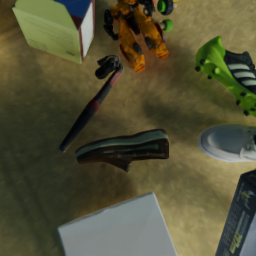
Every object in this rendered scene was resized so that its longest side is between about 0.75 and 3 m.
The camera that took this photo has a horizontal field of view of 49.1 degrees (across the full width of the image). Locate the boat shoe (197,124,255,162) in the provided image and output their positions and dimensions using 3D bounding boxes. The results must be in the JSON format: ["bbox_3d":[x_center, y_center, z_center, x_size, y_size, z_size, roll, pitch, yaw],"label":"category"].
[{"bbox_3d":[3.247,0.342,7.122,2.795,0.933,1.028,3,76,1],"label":"boat shoe"}]

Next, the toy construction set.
[{"bbox_3d":[1.501,-4.680,8.045,2.120,2.301,2.759,-15,68,-22],"label":"toy construction set"}]

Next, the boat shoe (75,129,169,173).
[{"bbox_3d":[-0.127,0.681,6.947,2.373,0.876,0.878,-13,75,4],"label":"boat shoe"}]

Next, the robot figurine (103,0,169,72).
[{"bbox_3d":[0.210,-2.753,7.929,1.557,0.625,2.148,-26,77,13],"label":"robot figurine"}]

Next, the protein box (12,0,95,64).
[{"bbox_3d":[-1.837,-2.800,7.424,1.657,1.669,1.126,20,75,-1],"label":"protein box"}]

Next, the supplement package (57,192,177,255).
[{"bbox_3d":[0.027,2.951,5.934,1.995,1.981,2.629,-20,78,-4],"label":"supplement package"}]

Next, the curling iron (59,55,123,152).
[{"bbox_3d":[-1.010,-0.614,7.375,0.714,0.368,2.880,33,97,31],"label":"curling iron"}]

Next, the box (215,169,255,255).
[{"bbox_3d":[2.943,1.815,5.888,1.899,2.408,0.614,-11,32,-24],"label":"box"}]

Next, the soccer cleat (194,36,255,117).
[{"bbox_3d":[3.074,-1.273,7.386,2.865,0.967,1.161,43,78,2],"label":"soccer cleat"}]
